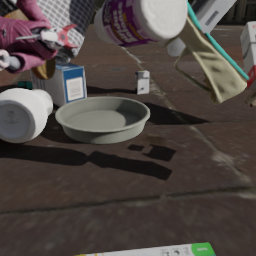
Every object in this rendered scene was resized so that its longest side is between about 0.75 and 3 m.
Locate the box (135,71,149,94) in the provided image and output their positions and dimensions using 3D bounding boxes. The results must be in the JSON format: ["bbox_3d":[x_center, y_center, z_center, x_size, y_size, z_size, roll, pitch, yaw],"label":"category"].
[{"bbox_3d":[0.571,-1.849,11.354,0.519,0.889,0.267,-10,27,-20],"label":"box"}]

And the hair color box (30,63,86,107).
[{"bbox_3d":[-2.699,-1.772,10.508,0.871,1.439,2.878,-19,31,-36],"label":"hair color box"}]

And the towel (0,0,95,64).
[{"bbox_3d":[-1.996,-2.902,6.649,2.296,1.901,0.983,30,-30,-31],"label":"towel"}]

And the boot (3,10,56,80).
[{"bbox_3d":[-1.775,-1.145,4.339,1.077,1.387,0.532,-26,-14,12],"label":"boot"}]

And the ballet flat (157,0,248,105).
[{"bbox_3d":[0.947,-1.395,4.530,0.899,2.587,0.899,-40,18,15],"label":"ballet flat"}]

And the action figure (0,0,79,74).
[{"bbox_3d":[-1.175,-0.809,2.751,1.480,0.991,1.102,7,-17,7],"label":"action figure"}]

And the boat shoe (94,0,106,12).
[{"bbox_3d":[-0.181,-3.821,8.507,2.620,0.936,0.783,21,12,28],"label":"boat shoe"}]

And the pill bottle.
[{"bbox_3d":[0.081,-1.543,3.907,0.771,0.771,1.372,-16,16,-31],"label":"pill bottle"}]

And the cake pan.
[{"bbox_3d":[-0.733,-0.281,8.381,2.765,0.507,2.765,0,24,0],"label":"cake pan"}]

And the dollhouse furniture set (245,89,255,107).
[{"bbox_3d":[2.781,-0.564,5.190,0.929,0.924,1.318,41,17,-1],"label":"dollhouse furniture set"}]

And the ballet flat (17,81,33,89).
[{"bbox_3d":[-4.360,-1.902,12.162,1.002,0.341,0.343,14,19,27],"label":"ballet flat"}]

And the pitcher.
[{"bbox_3d":[-3.228,-0.401,7.776,1.986,1.403,2.315,-8,16,-6],"label":"pitcher"}]

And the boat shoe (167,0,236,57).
[{"bbox_3d":[2.295,-3.734,9.416,1.053,2.936,0.995,6,48,-41],"label":"boat shoe"}]

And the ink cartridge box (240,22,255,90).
[{"bbox_3d":[3.864,-1.996,7.598,1.245,1.725,0.722,-3,-17,6],"label":"ink cartridge box"}]

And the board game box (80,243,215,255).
[{"bbox_3d":[-0.015,2.183,3.082,2.527,0.435,1.711,-3,25,-7],"label":"board game box"}]
